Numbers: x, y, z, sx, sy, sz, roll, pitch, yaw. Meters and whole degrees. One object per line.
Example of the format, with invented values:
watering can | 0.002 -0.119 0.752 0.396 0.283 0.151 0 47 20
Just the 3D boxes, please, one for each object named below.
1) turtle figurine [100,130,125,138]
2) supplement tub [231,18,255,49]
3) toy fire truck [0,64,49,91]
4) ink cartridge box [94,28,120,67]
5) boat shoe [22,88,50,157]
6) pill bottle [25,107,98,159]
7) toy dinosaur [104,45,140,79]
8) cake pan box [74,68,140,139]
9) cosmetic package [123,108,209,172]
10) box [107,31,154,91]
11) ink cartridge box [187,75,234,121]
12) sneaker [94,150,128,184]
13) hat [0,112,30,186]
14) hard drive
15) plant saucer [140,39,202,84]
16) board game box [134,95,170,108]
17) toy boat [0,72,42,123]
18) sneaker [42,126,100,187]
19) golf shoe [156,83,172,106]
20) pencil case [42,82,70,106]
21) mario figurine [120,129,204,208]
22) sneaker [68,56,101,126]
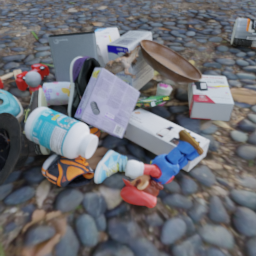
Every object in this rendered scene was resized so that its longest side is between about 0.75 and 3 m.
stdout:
turtle figurine | -1.137 -0.580 10.423 1.844 1.369 1.902 -8 38 -17
supplement tub | 7.293 -5.320 15.919 2.531 1.551 1.551 10 41 12
toy fire truck | -5.035 -2.353 13.022 1.634 0.565 2.317 21 46 26
ink cartridge box | -1.280 -3.632 12.843 1.178 1.148 1.833 11 47 33
boat shoe | -3.369 -0.274 10.078 0.868 1.028 2.883 -12 54 -3
pill bottle | -1.963 0.209 8.424 2.038 1.129 1.129 22 45 14
toy dinosaur | -0.384 -2.335 10.457 1.939 0.832 1.314 -13 33 8
cake pan box | -0.586 -0.749 9.064 0.494 1.887 1.738 15 82 49
cosmetic package | 1.170 0.295 9.707 2.945 0.746 1.216 27 36 31
box | 0.166 -2.933 12.500 1.151 2.193 2.017 15 41 29
ink cartridge box | 3.348 -1.309 11.672 1.553 0.882 2.131 4 40 5
sneaker | -0.454 1.293 8.867 0.889 0.542 1.362 14 43 17
hat | -3.760 0.786 8.818 2.423 2.423 0.977 37 9 36
hard drive | -2.167 -2.620 11.794 1.857 2.661 0.438 -7 34 -6
plant saucer | 1.678 -2.643 11.551 2.942 0.538 2.942 23 30 -14
board game box | 0.559 -1.028 11.041 1.044 0.234 1.993 -20 15 -36
toy boat | -4.742 -1.159 11.097 2.513 1.389 2.990 32 50 33
sneaker | -1.439 1.005 9.051 1.371 0.949 2.447 29 58 24
golf shoe | 1.397 -1.315 11.241 0.606 1.609 0.736 16 85 9
pencil case | -2.358 -1.441 11.668 2.352 1.067 0.978 -3 82 -3
mario figurine | 0.755 1.064 7.946 2.613 1.613 1.385 -42 18 2
sneaker | -1.385 -0.923 9.559 1.117 2.950 1.292 -12 16 -29
